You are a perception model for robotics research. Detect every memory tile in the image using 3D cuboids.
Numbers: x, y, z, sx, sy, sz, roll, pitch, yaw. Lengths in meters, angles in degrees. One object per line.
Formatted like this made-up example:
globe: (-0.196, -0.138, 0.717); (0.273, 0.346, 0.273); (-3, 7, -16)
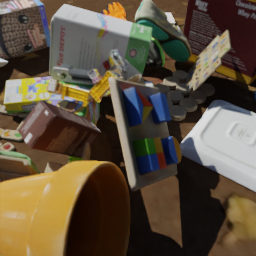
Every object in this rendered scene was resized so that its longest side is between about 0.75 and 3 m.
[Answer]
memory tile: (1.660, -1.117, 9.109); (1.646, 0.180, 2.147); (35, 54, 29)

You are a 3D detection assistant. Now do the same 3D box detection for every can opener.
can opener: (-1.428, -1.512, 7.635); (1.373, 0.362, 0.456); (14, 67, 21)

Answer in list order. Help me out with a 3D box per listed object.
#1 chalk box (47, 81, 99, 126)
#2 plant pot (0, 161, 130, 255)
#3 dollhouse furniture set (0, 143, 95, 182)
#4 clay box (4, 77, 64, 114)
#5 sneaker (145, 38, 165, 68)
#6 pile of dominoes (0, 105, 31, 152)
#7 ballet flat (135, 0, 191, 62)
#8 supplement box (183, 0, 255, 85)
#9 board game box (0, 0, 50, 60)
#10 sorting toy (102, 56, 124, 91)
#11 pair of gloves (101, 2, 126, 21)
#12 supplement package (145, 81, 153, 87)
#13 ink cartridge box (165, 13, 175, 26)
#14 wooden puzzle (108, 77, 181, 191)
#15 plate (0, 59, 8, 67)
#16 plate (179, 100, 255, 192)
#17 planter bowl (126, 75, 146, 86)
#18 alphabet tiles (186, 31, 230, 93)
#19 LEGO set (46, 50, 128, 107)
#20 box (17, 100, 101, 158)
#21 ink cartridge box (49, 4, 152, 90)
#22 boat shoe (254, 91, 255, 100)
chalk box: (-1.476, -0.511, 7.829); (1.139, 1.145, 1.840); (9, 47, 9)
plant pot: (-1.373, 1.736, 5.003); (2.155, 2.354, 2.354); (0, 43, 22)
dollhouse furniture set: (-1.901, 0.786, 6.361); (2.066, 1.353, 1.037); (8, 49, 6)
clay box: (-2.746, -1.061, 8.701); (1.961, 0.467, 1.127); (-6, 48, -12)
sneaker: (0.119, -2.698, 10.153); (2.918, 1.120, 1.222); (28, 57, 38)
pile of dominoes: (-4.194, -0.086, 7.915); (2.683, 0.427, 2.091); (8, 46, 8)
ballet flat: (1.370, -3.283, 9.545); (0.992, 2.942, 0.917); (2, 75, 40)
supplement box: (3.688, -3.650, 9.651); (2.898, 2.938, 1.951); (31, 53, 27)
board game box: (-4.233, -3.790, 10.664); (2.144, 1.709, 1.038); (-26, 52, -23)
sorting toy: (-0.407, -1.281, 7.828); (0.248, 1.465, 0.706); (-22, 7, -36)
pair of gloves: (-1.253, -3.966, 11.035); (2.580, 0.319, 2.298); (-30, 46, 12)
supplement package: (0.411, -0.593, 7.966); (0.678, 0.952, 1.222); (-4, 43, 5)
ink cartridge box: (1.708, -4.803, 12.617); (0.624, 0.362, 1.072); (-3, 44, -3)
wooden puzzle: (0.531, 0.052, 6.048); (0.547, 2.361, 2.187); (-15, 83, 28)
plate: (-5.991, -2.327, 9.572); (2.552, 0.412, 2.546); (18, 20, 19)
plate: (3.067, 0.283, 7.557); (2.636, 0.426, 2.630); (27, 51, 24)
planter bowl: (0.152, -0.849, 6.949); (0.814, 0.548, 0.814); (-35, 23, 18)
alphabet tiles: (2.453, -2.057, 8.720); (0.070, 1.841, 2.213); (33, 39, -11)
LEGO set: (-0.901, -1.051, 6.953); (2.165, 0.996, 0.806); (-20, 2, 20)
box: (-1.411, 0.086, 6.041); (0.617, 1.647, 0.825); (43, 98, 27)
ink cartridge box: (-0.865, -2.289, 8.571); (2.783, 2.022, 1.218); (13, 41, -4)
boat shoe: (4.886, -0.565, 8.023); (1.145, 0.934, 2.721); (-33, 54, -28)
